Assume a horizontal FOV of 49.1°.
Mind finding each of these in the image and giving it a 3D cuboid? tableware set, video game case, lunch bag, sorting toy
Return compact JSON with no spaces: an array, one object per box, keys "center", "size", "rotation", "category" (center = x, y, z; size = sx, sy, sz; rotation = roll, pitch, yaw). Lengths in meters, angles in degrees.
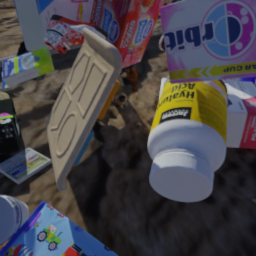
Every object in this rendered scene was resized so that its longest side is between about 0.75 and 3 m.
[{"center":[-5.023,-0.663,9.259],"size":[2.308,0.462,1.525],"rotation":[-6,45,1],"category":"tableware set"},{"center":[-2.624,0.930,7.062],"size":[0.914,0.111,1.005],"rotation":[21,38,30],"category":"video game case"},{"center":[-1.336,2.538,3.853],"size":[1.778,1.111,2.362],"rotation":[24,49,29],"category":"lunch bag"},{"center":[-0.854,-0.429,4.936],"size":[0.434,2.378,2.201],"rotation":[16,19,-27],"category":"sorting toy"}]

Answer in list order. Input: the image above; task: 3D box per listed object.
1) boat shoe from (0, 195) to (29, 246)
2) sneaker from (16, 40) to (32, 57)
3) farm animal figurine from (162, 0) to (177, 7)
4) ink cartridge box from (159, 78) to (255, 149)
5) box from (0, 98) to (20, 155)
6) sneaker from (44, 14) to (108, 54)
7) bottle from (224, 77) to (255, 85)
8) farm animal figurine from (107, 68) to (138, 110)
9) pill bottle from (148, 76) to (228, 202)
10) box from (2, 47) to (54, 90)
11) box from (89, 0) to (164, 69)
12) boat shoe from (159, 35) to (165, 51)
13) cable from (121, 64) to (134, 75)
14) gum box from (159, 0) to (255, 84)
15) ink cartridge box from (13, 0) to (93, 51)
[{"center":[-3.074,1.989,4.617],"size":[2.998,1.047,1.063],"rotation":[-28,77,-6],"category":"boat shoe"},{"center":[-4.736,-3.392,12.866],"size":[0.947,1.132,2.495],"rotation":[5,34,6],"category":"sneaker"},{"center":[0.433,-4.186,8.524],"size":[2.553,2.062,1.284],"rotation":[-28,56,-15],"category":"farm animal figurine"},{"center":[2.335,-0.493,8.259],"size":[2.853,1.203,2.065],"rotation":[3,33,5],"category":"ink cartridge box"},{"center":[-3.675,-0.030,7.786],"size":[1.112,0.931,1.497],"rotation":[-11,34,-16],"category":"box"},{"center":[-1.234,-2.028,6.452],"size":[1.475,0.791,0.493],"rotation":[20,-3,13],"category":"sneaker"},{"center":[3.586,-1.933,10.713],"size":[2.340,0.978,0.764],"rotation":[27,41,34],"category":"bottle"},{"center":[-0.659,-1.083,9.436],"size":[1.843,1.147,2.282],"rotation":[5,31,44],"category":"farm animal figurine"},{"center":[0.997,0.048,4.622],"size":[1.209,1.209,2.173],"rotation":[8,48,12],"category":"pill bottle"},{"center":[-2.483,-1.456,6.749],"size":[1.302,0.310,0.794],"rotation":[-21,47,-4],"category":"box"},{"center":[-0.116,-3.038,7.745],"size":[1.360,2.728,1.302],"rotation":[-29,68,-35],"category":"box"},{"center":[1.332,-2.921,8.334],"size":[0.484,1.310,0.395],"rotation":[23,1,-43],"category":"boat shoe"},{"center":[-0.601,-2.780,12.578],"size":[1.728,0.538,2.118],"rotation":[-13,32,-29],"category":"cable"},{"center":[1.411,-1.211,3.572],"size":[1.900,1.078,0.628],"rotation":[2,19,42],"category":"gum box"},{"center":[-1.933,-3.762,8.912],"size":[1.234,2.106,2.914],"rotation":[9,28,37],"category":"ink cartridge box"}]
